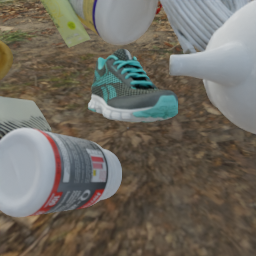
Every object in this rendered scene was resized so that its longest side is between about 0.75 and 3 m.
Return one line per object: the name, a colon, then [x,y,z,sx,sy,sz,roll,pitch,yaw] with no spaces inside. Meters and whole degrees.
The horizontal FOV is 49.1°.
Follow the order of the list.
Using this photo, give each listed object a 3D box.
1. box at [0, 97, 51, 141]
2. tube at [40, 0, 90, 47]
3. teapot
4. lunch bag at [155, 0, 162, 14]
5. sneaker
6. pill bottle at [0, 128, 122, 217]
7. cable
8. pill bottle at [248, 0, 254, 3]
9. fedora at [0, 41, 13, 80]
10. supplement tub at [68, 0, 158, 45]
box: [-2.377,0.021,4.530,0.796,0.956,2.327,55,17,10]
tube: [-1.639,-2.826,6.305,0.536,2.063,0.599,-31,29,-2]
teapot: [2.054,-0.990,4.644,1.715,2.348,2.317,10,59,43]
lunch bag: [0.377,-4.295,9.008,1.785,2.027,0.830,22,75,-30]
sneaker: [-0.054,-0.577,3.615,0.750,0.881,1.932,-4,13,-28]
pill bottle: [-0.792,0.571,3.564,0.935,0.935,1.614,29,6,30]
cable: [1.768,-2.760,6.175,2.716,0.940,2.716,-27,85,-45]
pill bottle: [3.417,-3.247,6.102,0.841,0.841,1.454,-29,19,-29]
fedora: [-2.661,-1.081,5.018,1.216,0.496,1.216,5,62,-9]
supplement tub: [-0.639,-3.243,6.682,1.721,1.721,2.368,-28,57,-29]
